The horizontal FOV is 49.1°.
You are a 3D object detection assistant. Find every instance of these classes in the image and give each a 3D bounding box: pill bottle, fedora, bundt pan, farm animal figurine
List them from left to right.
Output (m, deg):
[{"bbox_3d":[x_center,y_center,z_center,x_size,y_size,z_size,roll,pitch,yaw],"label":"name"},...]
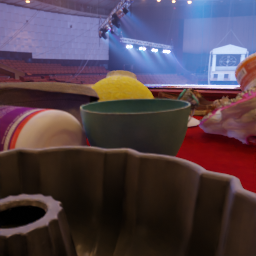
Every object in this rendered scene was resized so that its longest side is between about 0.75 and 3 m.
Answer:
[{"bbox_3d":[-1.677,0.234,4.256,2.001,1.125,1.125,8,13,35],"label":"pill bottle"},{"bbox_3d":[-0.526,0.857,1.393,2.586,0.970,2.586,0,10,0],"label":"bundt pan"},{"bbox_3d":[-1.885,-0.216,5.899,2.576,1.163,2.278,-2,-3,-10],"label":"fedora"},{"bbox_3d":[3.627,-0.658,9.667,1.751,0.881,1.414,8,13,36],"label":"farm animal figurine"},{"bbox_3d":[3.755,-0.954,7.492,1.131,2.016,1.131,-9,-32,-5],"label":"pill bottle"}]

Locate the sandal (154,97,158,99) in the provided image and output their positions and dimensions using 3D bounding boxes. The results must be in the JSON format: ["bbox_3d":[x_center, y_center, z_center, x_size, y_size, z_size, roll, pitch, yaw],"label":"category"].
[{"bbox_3d":[1.612,-1.522,15.596,0.586,0.391,1.433,0,11,2],"label":"sandal"}]

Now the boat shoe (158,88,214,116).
[{"bbox_3d":[2.588,-1.122,11.644,2.941,1.058,1.061,7,13,33],"label":"boat shoe"}]

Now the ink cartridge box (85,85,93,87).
[{"bbox_3d":[-2.464,-1.434,13.171,2.419,1.103,2.937,-1,11,-10],"label":"ink cartridge box"}]

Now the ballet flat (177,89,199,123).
[{"bbox_3d":[1.279,-0.282,7.502,0.708,0.708,1.968,-4,-22,-22],"label":"ballet flat"}]

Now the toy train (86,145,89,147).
[{"bbox_3d":[-0.890,0.476,4.902,0.640,0.479,1.123,4,6,-35],"label":"toy train"}]

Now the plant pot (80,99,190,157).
[{"bbox_3d":[0.129,0.184,4.430,1.676,1.129,1.676,-2,12,0],"label":"plant pot"}]

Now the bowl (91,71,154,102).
[{"bbox_3d":[-0.236,-1.047,8.801,2.349,1.264,2.349,4,-9,1],"label":"bowl"}]

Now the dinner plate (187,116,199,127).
[{"bbox_3d":[1.660,-0.268,9.099,1.297,0.157,1.297,2,16,-1],"label":"dinner plate"}]

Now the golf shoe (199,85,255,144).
[{"bbox_3d":[2.552,-0.056,6.722,1.013,1.231,2.690,-35,-4,-8],"label":"golf shoe"}]
